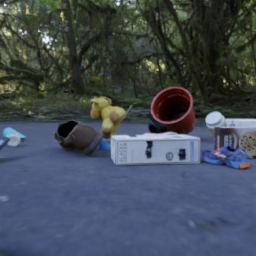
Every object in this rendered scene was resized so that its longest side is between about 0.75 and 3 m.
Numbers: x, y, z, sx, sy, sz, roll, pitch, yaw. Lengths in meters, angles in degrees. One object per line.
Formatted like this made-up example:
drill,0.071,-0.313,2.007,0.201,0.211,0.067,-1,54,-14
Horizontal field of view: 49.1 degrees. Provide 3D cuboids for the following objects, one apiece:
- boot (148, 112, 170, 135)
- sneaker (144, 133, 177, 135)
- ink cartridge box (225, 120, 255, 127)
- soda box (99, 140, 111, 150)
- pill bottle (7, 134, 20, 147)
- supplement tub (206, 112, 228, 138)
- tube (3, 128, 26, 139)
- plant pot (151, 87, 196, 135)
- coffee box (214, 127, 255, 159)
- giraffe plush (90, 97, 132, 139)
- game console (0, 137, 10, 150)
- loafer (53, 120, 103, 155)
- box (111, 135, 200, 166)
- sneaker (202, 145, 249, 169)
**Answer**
boot,1.371,-0.158,14.149,1.527,0.608,1.852,44,26,12
sneaker,1.101,0.458,10.282,1.640,0.617,0.857,-7,11,-31
ink cartridge box,6.230,0.039,14.810,1.666,0.962,2.291,0,3,-3
soda box,-0.523,0.616,10.033,1.003,0.340,0.322,1,3,17
pill bottle,-4.544,0.492,11.130,0.475,0.475,0.848,-1,2,-20
supplement tub,4.056,-0.066,12.672,0.838,0.838,1.156,3,-39,46
tube,-5.640,0.382,13.667,0.820,0.534,2.117,-13,13,-32
plant pot,2.332,-0.616,13.477,1.953,1.953,1.899,2,-27,28
coffee box,3.428,0.424,8.282,1.624,0.918,0.648,-1,3,0
giraffe plush,-0.801,-0.532,9.938,1.253,1.545,1.333,33,-20,6
game console,-3.862,0.273,7.519,0.909,0.630,1.064,5,27,4
loafer,-1.837,0.103,9.221,1.026,1.055,2.890,44,-22,-25
box,0.679,0.574,7.704,2.241,0.674,1.307,-1,3,-7
sneaker,2.468,0.679,7.130,0.512,0.533,1.359,-1,3,-35
